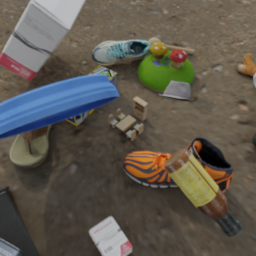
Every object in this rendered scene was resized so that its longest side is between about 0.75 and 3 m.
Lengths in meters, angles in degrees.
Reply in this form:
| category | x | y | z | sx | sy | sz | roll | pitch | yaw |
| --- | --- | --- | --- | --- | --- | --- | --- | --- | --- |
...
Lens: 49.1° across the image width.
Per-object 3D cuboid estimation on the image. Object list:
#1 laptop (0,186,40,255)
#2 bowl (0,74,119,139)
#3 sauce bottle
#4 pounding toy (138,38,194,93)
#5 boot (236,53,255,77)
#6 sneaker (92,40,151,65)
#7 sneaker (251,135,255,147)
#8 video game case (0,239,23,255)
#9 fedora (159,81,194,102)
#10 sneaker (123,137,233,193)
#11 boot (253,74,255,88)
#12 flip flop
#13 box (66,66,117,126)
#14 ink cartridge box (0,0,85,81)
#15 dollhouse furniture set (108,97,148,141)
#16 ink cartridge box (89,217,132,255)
| category | x | y | z | sx | sy | sz | roll | pitch | yaw |
| --- | --- | --- | --- | --- | --- | --- | --- | --- | --- |
| laptop | -3.100 | 2.408 | 5.229 | 2.448 | 2.614 | 1.515 | -30 | 93 | -23 |
| bowl | -1.590 | -0.461 | 6.072 | 2.804 | 2.804 | 0.550 | -20 | 93 | -16 |
| sauce bottle | 1.492 | 1.302 | 5.505 | 0.634 | 0.634 | 1.921 | -39 | 93 | -28 |
| pounding toy | 1.354 | -2.425 | 9.450 | 1.930 | 1.160 | 2.501 | 9 | 50 | 7 |
| boot | 4.315 | -2.165 | 9.745 | 0.766 | 0.378 | 0.987 | 29 | 56 | 23 |
| sneaker | -0.219 | -2.722 | 9.687 | 2.112 | 0.820 | 0.912 | -14 | 8 | -10 |
| sneaker | 4.654 | 0.243 | 7.431 | 2.587 | 1.010 | 1.102 | -23 | 60 | -7 |
| video game case | -3.173 | 2.631 | 4.026 | 1.949 | 0.259 | 2.728 | 22 | 55 | 14 |
| fedora | 1.124 | -0.839 | 6.312 | 0.763 | 0.390 | 0.863 | 15 | 6 | 38 |
| sneaker | 1.151 | 0.748 | 6.547 | 2.577 | 1.444 | 1.000 | 9 | 50 | 7 |
| boot | 4.260 | -0.953 | 8.415 | 0.984 | 0.757 | 2.058 | -11 | 51 | -23 |
| flip flop | -2.543 | 0.019 | 7.652 | 1.008 | 0.715 | 2.485 | 6 | 50 | 5 |
| box | -1.205 | -1.021 | 8.578 | 0.723 | 0.664 | 2.065 | 27 | 54 | 21 |
| ink cartridge box | -2.642 | -3.133 | 8.673 | 1.238 | 2.919 | 2.126 | 31 | 51 | -24 |
| dollhouse furniture set | 0.079 | -0.318 | 7.993 | 0.906 | 0.642 | 0.986 | 35 | 58 | 27 |
| ink cartridge box | -0.374 | 2.378 | 5.886 | 0.588 | 0.343 | 0.808 | -27 | 56 | -21 |
